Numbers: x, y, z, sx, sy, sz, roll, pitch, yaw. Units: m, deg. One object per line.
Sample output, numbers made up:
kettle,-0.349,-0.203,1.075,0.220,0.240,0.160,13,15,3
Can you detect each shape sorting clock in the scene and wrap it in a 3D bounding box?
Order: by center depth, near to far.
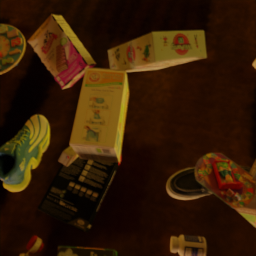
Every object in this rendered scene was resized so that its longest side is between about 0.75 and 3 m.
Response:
shape sorting clock,-5.788,-3.377,11.984,2.775,0.544,2.775,0,65,0

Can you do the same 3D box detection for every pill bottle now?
pill bottle,1.846,3.664,8.690,1.027,0.614,0.614,6,65,2

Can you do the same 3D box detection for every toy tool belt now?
toy tool belt,-2.844,4.309,8.263,1.158,1.177,1.885,38,70,-16

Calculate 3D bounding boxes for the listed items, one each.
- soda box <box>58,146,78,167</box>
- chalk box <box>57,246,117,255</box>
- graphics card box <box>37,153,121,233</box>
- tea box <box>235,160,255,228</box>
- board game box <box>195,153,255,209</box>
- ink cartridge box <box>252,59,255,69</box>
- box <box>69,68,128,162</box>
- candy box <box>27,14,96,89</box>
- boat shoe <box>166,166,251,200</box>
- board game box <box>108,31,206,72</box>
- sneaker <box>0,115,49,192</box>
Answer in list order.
soda box,-1.618,0.743,7.982,0.314,0.985,0.335,32,105,2
chalk box,-0.958,4.207,8.066,2.127,1.318,1.328,5,64,1
graphics card box,-1.552,1.844,9.476,1.758,0.713,2.802,21,66,9
tea box,5.008,2.081,8.355,2.529,1.717,2.570,40,69,-10
board game box,2.728,1.300,7.668,1.731,0.337,1.367,38,54,19
ink cartridge box,5.825,-2.534,11.654,0.747,0.431,1.023,-26,68,-11
box,-0.708,-0.348,7.765,1.158,1.286,2.286,5,68,6
candy box,-2.543,-2.873,10.693,1.563,0.699,2.291,-36,90,26
boat shoe,2.744,1.655,9.376,2.951,1.047,1.064,-11,66,-5
board game box,0.914,-2.610,9.912,2.168,2.938,0.944,-12,100,-30
sneaker,-3.547,0.657,9.567,1.110,1.540,2.931,8,66,4
